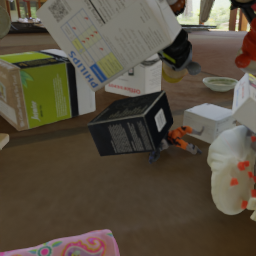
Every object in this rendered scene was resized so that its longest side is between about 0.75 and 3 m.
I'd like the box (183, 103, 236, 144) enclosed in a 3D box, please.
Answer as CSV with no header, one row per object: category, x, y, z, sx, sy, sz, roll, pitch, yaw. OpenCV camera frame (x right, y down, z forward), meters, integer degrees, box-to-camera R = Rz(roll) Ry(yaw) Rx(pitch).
box,2.204,-0.153,7.604,1.015,0.667,1.021,-19,30,-36

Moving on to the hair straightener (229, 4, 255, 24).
hair straightener,3.268,-3.923,8.525,0.477,2.334,0.898,-41,1,-24

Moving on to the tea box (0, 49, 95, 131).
tea box,-2.885,-1.413,9.079,2.631,1.787,2.675,-18,29,-35

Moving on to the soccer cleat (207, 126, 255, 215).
soccer cleat,1.960,0.766,5.471,0.997,0.891,2.571,-19,16,37

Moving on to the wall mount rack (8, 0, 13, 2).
wall mount rack,-2.945,-3.302,6.202,0.995,0.371,0.865,41,11,-12

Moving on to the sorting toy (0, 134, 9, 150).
sorting toy,-3.555,0.699,5.766,1.649,0.574,1.639,1,23,1

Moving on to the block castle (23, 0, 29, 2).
block castle,-2.253,-3.188,5.813,0.625,0.935,0.439,-48,39,-3

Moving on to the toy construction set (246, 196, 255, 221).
toy construction set,2.359,1.547,3.749,1.053,0.739,1.605,-9,36,-19

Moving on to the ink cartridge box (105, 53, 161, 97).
ink cartridge box,0.137,-2.702,10.798,2.054,2.814,1.186,17,31,34

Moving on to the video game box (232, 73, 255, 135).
video game box,3.417,-0.064,6.069,2.487,0.582,2.266,38,33,4

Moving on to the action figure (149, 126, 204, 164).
action figure,0.964,0.401,6.639,1.437,0.777,1.485,4,49,26

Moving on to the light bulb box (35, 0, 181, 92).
light bulb box,-0.284,-1.757,4.598,1.630,1.615,1.017,-26,19,32

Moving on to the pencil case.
pencil case,-0.984,1.707,3.204,1.818,0.795,0.795,-7,24,-14

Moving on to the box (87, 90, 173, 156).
box,0.072,-0.075,4.275,0.940,0.592,0.956,-7,23,30

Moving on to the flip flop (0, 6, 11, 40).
flip flop,-3.444,-2.536,5.940,0.789,1.112,2.742,-36,-1,21

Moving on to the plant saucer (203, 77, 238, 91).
plant saucer,3.888,-1.818,11.814,1.468,0.368,1.468,0,24,0

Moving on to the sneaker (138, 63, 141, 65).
sneaker,-0.040,-1.988,7.895,0.468,0.352,0.940,-20,36,-23

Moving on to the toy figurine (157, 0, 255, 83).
toy figurine,1.825,-2.441,6.094,2.707,2.750,1.913,-7,-13,14

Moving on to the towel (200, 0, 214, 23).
towel,1.198,-2.068,3.986,0.160,0.926,0.614,10,62,5
